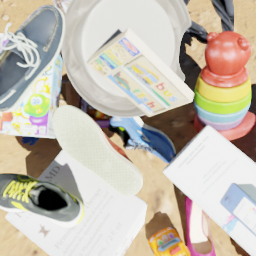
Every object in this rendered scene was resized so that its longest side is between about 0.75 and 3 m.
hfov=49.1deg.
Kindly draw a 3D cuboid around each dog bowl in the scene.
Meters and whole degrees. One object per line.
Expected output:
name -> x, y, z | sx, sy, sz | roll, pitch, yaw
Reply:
dog bowl -> -0.052, -1.718, 5.954 | 2.904, 2.904, 0.852 | -26, 23, -14

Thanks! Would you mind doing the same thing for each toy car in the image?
toy car -> 1.565, 2.352, 5.485 | 2.223, 0.740, 1.091 | -9, 61, -4

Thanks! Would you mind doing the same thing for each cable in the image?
cable -> 1.779, -2.663, 6.742 | 1.593, 1.952, 0.496 | 18, 65, 40

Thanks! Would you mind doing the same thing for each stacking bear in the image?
stacking bear -> 2.106, -0.958, 6.153 | 1.328, 2.335, 1.418 | -36, 47, -26

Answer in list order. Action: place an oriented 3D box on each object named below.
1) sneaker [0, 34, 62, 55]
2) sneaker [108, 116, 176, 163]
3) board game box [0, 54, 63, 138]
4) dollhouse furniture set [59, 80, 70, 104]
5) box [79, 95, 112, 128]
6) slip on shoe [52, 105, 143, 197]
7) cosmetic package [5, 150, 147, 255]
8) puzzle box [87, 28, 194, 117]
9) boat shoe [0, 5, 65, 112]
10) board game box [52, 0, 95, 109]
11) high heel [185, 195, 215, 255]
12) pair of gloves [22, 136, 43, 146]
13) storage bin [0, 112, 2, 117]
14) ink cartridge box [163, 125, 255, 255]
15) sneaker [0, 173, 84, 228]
sneaker -> -2.943, -2.119, 8.109 | 2.039, 0.820, 0.902 | 5, 66, 8
sneaker -> 0.276, 0.315, 6.467 | 1.762, 0.692, 0.786 | 34, 56, 4
board game box -> -1.892, -0.691, 5.626 | 0.882, 0.898, 1.712 | 5, 85, -4
dollhouse furniture set -> -2.047, -0.729, 6.967 | 0.909, 1.284, 1.397 | 4, 27, 1
box -> -0.621, -0.908, 7.573 | 1.325, 0.379, 1.936 | -1, 60, -2
slip on shoe -> -0.513, 0.373, 4.713 | 1.892, 0.579, 0.701 | 43, 96, -4
cosmetic package -> -0.863, 1.761, 5.337 | 1.888, 1.570, 1.580 | 30, 64, 17
puzzle box -> 0.238, -0.926, 5.265 | 1.778, 1.183, 0.226 | 38, 56, -25
boat shoe -> -1.825, -1.209, 4.768 | 0.790, 0.652, 2.109 | 38, 94, 2
board game box -> -0.829, -2.038, 6.912 | 1.138, 1.873, 2.350 | -22, 62, -13
high heel -> 1.475, 2.079, 5.609 | 0.549, 0.781, 1.629 | -2, 60, 0
pair of gloves -> -2.434, 0.102, 7.168 | 0.609, 0.086, 0.757 | -16, 59, -7
storage bin -> -3.494, -1.102, 7.572 | 1.258, 0.594, 1.267 | 28, 63, 16
ink cartridge box -> 2.101, 1.199, 5.150 | 2.635, 1.915, 1.153 | 45, 102, 12
sneaker -> -1.520, 1.021, 4.429 | 1.725, 0.730, 0.642 | 14, 59, 6
